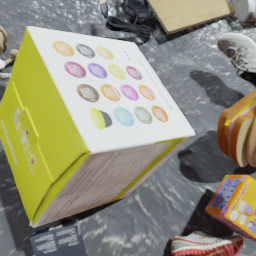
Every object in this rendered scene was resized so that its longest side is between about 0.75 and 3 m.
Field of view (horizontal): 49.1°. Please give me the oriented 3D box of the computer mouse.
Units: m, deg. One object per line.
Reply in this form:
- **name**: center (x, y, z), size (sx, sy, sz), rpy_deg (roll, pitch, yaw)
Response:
- **computer mouse**: center (-0.120, -4.204, 9.656), size (1.838, 0.602, 2.617), rpy_deg (4, 69, -20)

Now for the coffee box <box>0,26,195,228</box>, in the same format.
- **coffee box**: center (-0.886, -0.019, 6.065), size (2.732, 2.763, 2.759), rpy_deg (-7, 57, -43)

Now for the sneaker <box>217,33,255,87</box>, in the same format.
- **sneaker**: center (3.243, -1.834, 7.752), size (0.841, 0.766, 2.051), rpy_deg (-41, 75, -20)

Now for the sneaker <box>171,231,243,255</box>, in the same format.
- **sneaker**: center (1.808, 2.655, 6.470), size (1.668, 0.649, 0.685), rpy_deg (-8, 34, 3)

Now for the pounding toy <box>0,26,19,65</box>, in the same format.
- **pounding toy**: center (-4.442, -2.486, 8.674), size (2.053, 1.174, 1.178), rpy_deg (4, 65, 2)

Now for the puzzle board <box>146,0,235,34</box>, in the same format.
- **puzzle board**: center (2.082, -4.478, 9.890), size (2.838, 0.247, 2.139), rpy_deg (-22, 72, -17)

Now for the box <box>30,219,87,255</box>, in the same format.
- **box**: center (-1.565, 2.750, 6.407), size (1.044, 0.544, 0.951), rpy_deg (-14, 86, -6)

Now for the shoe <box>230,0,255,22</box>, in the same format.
- **shoe**: center (4.361, -5.070, 10.020), size (1.342, 1.054, 2.951), rpy_deg (-8, 68, -8)

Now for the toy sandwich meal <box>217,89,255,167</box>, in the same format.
- **toy sandwich meal**: center (3.455, -0.244, 7.081), size (2.911, 2.911, 0.997), rpy_deg (-43, 46, -18)

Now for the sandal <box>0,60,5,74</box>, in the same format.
- **sandal**: center (-3.345, -1.438, 6.753), size (0.629, 0.470, 1.641), rpy_deg (-13, 28, -28)

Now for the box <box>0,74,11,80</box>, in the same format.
- **box**: center (-3.742, -1.480, 8.180), size (0.778, 0.532, 0.155), rpy_deg (0, 100, 27)

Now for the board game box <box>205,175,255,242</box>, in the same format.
- **board game box**: center (2.590, 1.775, 6.302), size (1.034, 1.034, 1.035), rpy_deg (36, 78, 0)
